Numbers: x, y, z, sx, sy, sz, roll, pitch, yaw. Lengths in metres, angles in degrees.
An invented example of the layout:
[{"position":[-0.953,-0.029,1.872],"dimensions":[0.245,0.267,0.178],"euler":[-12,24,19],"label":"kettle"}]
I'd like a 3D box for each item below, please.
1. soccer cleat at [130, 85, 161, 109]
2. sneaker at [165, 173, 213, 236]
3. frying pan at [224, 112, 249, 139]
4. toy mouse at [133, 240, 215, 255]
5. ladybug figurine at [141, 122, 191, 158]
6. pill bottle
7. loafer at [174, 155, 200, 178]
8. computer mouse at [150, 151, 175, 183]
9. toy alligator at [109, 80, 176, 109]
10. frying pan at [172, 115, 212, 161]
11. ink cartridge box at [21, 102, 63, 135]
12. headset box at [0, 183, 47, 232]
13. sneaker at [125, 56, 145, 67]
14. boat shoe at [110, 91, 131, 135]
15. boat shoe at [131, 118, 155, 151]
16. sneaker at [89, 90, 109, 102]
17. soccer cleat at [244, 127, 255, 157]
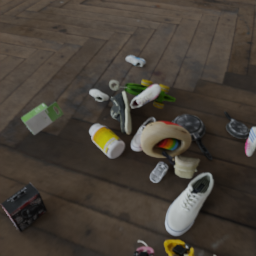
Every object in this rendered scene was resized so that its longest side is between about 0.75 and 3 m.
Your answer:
[{"position":[0.678,-1.177,11.058],"dimensions":[0.506,1.447,0.625],"euler":[53,38,-4],"label":"soccer cleat"},{"position":[1.940,2.293,8.885],"dimensions":[0.870,0.843,2.381],"euler":[27,52,23],"label":"sneaker"},{"position":[4.548,-0.152,11.643],"dimensions":[0.973,0.262,1.608],"euler":[14,43,2],"label":"frying pan"},{"position":[0.732,3.700,7.194],"dimensions":[2.111,0.460,2.375],"euler":[-29,20,-36],"label":"toy mouse"},{"position":[1.330,0.384,10.021],"dimensions":[2.276,1.545,0.819],"euler":[21,36,-43],"label":"ladybug figurine"},{"position":[-0.850,0.459,10.695],"dimensions":[0.787,0.787,1.441],"euler":[-32,54,-27],"label":"pill bottle"},{"position":[1.911,1.306,9.225],"dimensions":[0.787,2.080,0.710],"euler":[7,87,14],"label":"loafer"},{"position":[1.173,1.429,9.876],"dimensions":[0.613,0.245,1.118],"euler":[35,89,22],"label":"computer mouse"},{"position":[0.630,-1.620,12.166],"dimensions":[2.938,0.974,0.706],"euler":[16,15,-6],"label":"toy alligator"},{"position":[2.448,0.277,11.197],"dimensions":[1.433,0.385,2.368],"euler":[-2,46,4],"label":"frying pan"},{"position":[-3.379,-0.459,11.083],"dimensions":[1.437,0.746,0.426],"euler":[-38,47,-16],"label":"ink cartridge box"},{"position":[-3.124,2.378,8.454],"dimensions":[0.521,1.348,1.003],"euler":[34,56,28],"label":"headset box"},{"position":[0.341,-3.490,14.801],"dimensions":[1.086,0.407,0.470],"euler":[16,53,15],"label":"sneaker"},{"position":[-0.316,-0.563,11.683],"dimensions":[0.828,0.880,2.449],"euler":[-13,42,3],"label":"boat shoe"},{"position":[0.608,0.198,10.951],"dimensions":[0.655,0.581,1.779],"euler":[16,40,15],"label":"boat shoe"},{"position":[-1.432,-1.482,12.741],"dimensions":[0.987,0.364,0.570],"euler":[21,21,18],"label":"sneaker"},{"position":[4.614,0.499,10.241],"dimensions":[0.493,0.399,1.142],"euler":[2,69,48],"label":"soccer cleat"}]
